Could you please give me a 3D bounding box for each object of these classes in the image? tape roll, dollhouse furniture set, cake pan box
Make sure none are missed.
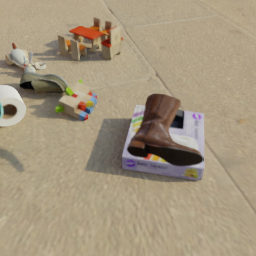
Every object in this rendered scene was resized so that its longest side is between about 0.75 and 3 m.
[{"bbox_3d":[-3.665,-0.655,8.329,1.029,1.029,0.706,-23,48,-23],"label":"tape roll"},{"bbox_3d":[-1.378,-3.813,11.589,2.325,1.211,2.350,26,49,25],"label":"dollhouse furniture set"},{"bbox_3d":[1.024,0.294,7.652,2.049,0.582,2.225,10,44,7],"label":"cake pan box"}]

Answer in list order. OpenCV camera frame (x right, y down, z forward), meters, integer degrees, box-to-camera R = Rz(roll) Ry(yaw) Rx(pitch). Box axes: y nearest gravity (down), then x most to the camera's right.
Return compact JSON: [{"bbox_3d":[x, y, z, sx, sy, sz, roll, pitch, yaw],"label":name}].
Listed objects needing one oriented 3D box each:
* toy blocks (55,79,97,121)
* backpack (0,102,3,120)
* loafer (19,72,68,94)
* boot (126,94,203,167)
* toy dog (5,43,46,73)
[{"bbox_3d":[-1.463,-0.843,8.888,0.998,0.729,1.460,25,48,9],"label":"toy blocks"},{"bbox_3d":[-4.803,-0.557,7.045,2.618,2.283,2.978,-50,40,10],"label":"backpack"},{"bbox_3d":[-2.877,-1.411,9.484,1.878,0.706,0.654,10,52,21],"label":"loafer"},{"bbox_3d":[0.445,-0.036,2.827,0.761,0.262,0.816,10,50,21],"label":"boot"},{"bbox_3d":[-4.046,-2.680,10.664,1.683,0.811,1.110,22,47,22],"label":"toy dog"}]
